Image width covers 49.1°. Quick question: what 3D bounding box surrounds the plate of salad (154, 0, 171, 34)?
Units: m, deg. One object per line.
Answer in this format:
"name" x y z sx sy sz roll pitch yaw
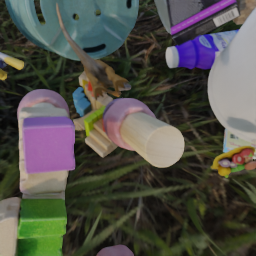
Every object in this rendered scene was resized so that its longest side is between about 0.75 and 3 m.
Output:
"plate of salad" 1.050 -3.050 7.082 0.412 1.716 1.716 -23 54 3

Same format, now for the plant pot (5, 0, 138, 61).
"plant pot" -1.138 -2.617 5.755 2.650 2.650 2.596 -18 31 -14

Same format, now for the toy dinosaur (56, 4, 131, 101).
"toy dinosaur" -0.532 -0.914 4.340 0.545 1.804 0.958 -41 48 6

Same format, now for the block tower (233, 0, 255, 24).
"block tower" 2.405 -2.771 5.652 0.390 1.350 0.365 -6 35 4

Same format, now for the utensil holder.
"utensil holder" 2.953 -1.042 4.829 2.548 2.998 2.548 -1 83 5

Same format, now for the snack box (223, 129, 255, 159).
"snack box" 3.122 0.413 7.185 1.258 0.233 0.731 13 53 10

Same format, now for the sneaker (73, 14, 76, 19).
"sneaker" -1.092 -3.902 7.032 1.056 2.549 0.904 21 8 -9

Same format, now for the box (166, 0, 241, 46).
"box" 1.295 -2.389 5.192 1.156 0.292 1.617 -21 55 28

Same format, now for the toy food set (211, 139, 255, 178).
"toy food set" 1.745 0.537 4.376 0.888 0.522 0.290 -34 49 28

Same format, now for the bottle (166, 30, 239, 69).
"bottle" 2.616 -2.465 9.024 2.744 0.896 1.146 -10 51 -8

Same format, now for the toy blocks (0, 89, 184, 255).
"toy blocks" -1.155 0.774 3.247 2.756 2.576 2.320 2 13 -19

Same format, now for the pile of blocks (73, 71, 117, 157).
"pile of blocks" -0.985 -0.675 7.603 1.226 0.928 2.986 -16 53 -12

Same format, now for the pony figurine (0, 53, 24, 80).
"pony figurine" -3.124 -1.607 5.498 1.635 1.694 1.411 28 89 47
